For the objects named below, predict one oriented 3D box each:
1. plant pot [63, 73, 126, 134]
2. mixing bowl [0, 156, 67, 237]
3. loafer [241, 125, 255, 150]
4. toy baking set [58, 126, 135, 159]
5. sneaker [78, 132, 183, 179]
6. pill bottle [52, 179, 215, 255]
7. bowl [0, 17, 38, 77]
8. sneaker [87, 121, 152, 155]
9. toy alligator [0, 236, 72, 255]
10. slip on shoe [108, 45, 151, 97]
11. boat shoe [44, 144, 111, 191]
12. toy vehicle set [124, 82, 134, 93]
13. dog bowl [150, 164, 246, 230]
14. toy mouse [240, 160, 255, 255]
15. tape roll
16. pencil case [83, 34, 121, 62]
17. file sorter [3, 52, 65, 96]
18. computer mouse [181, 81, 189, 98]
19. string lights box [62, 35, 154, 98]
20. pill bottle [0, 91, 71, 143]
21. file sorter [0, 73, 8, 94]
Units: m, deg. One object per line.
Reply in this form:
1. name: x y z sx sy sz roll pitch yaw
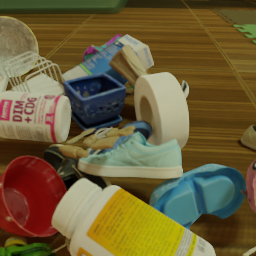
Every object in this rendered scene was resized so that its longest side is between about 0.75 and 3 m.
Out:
1. plant pot: -0.949 -0.689 8.044 1.383 1.243 1.383 -19 37 -27
2. mixing bowl: -1.865 1.320 5.023 0.790 1.459 1.459 -29 26 21
3. loafer: 3.681 0.389 6.986 1.639 0.560 0.620 21 38 29
4. toy baking set: -0.636 0.257 5.424 1.369 0.208 1.784 -22 13 -36
5. sneaker: 0.013 0.493 5.313 2.013 0.825 0.744 0 -3 12
6. pill bottle: 0.015 1.596 3.911 2.107 1.151 1.151 30 40 14
7. bowl: -4.962 -3.252 11.410 2.315 2.315 1.087 -17 20 -25
8. sneaker: -0.168 0.467 6.368 1.703 0.630 0.700 -32 24 9
9. toy alligator: -1.712 2.119 4.389 2.089 0.502 0.693 -2 32 -14
10. slip on shoe: 0.480 -1.157 8.272 0.830 2.739 1.041 -37 0 6
11. boat shoe: -1.245 0.951 5.965 1.992 0.715 0.673 29 41 34
12. toy vehicle set: 0.372 -1.626 10.507 0.795 0.170 1.280 12 34 18
13. dog bowl: 1.223 1.268 5.122 1.834 1.022 0.455 -20 18 -11
14. toy mouse: 2.502 1.414 4.538 2.383 0.519 2.682 -30 83 -23
15. tape roll: 0.750 -0.347 6.859 0.680 1.945 1.945 -12 34 -13
16. pencil case: -0.892 -3.249 12.166 1.025 1.113 2.408 3 29 28
17. file sorter: -3.167 -1.691 9.473 1.307 1.173 1.883 -35 45 -26
18. computer mouse: 1.705 -0.950 8.636 0.249 0.622 1.134 12 69 7
19. string lights box: -0.704 -1.966 9.472 2.785 0.821 1.431 -34 42 -8
20. pill bottle: -2.416 -0.274 6.535 1.950 1.105 1.105 5 33 0
21. file sorter: -4.313 -0.787 7.314 1.407 1.263 2.028 3 69 5
